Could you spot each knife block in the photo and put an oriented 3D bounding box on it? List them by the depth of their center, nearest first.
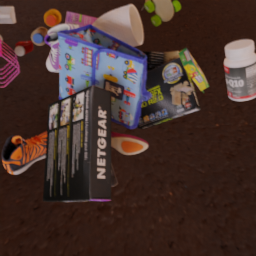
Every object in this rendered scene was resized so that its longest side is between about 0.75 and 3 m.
[{"bbox_3d":[1.232,-2.231,9.818,1.575,0.574,1.794,5,1,37],"label":"knife block"}]

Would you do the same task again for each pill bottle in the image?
[{"bbox_3d":[3.388,-1.710,8.392,0.928,1.629,0.928,-15,29,9],"label":"pill bottle"}]

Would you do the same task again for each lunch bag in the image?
[{"bbox_3d":[-0.548,-1.391,8.039,2.901,2.184,1.365,29,40,26],"label":"lunch bag"}]

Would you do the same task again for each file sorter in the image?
[{"bbox_3d":[-3.935,-1.989,8.611,0.921,0.831,1.325,-41,43,9],"label":"file sorter"}]

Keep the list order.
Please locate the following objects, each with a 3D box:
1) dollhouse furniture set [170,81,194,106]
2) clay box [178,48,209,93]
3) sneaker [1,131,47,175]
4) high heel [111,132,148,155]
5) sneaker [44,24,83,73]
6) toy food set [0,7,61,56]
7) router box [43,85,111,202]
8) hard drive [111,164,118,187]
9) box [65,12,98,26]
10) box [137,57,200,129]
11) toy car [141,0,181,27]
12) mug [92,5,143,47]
[{"bbox_3d":[1.597,-0.918,7.791,0.697,0.818,0.399,9,76,-28],"label":"dollhouse furniture set"},{"bbox_3d":[1.780,-1.495,7.447,0.278,1.168,0.671,-31,43,23],"label":"clay box"},{"bbox_3d":[-3.446,0.606,9.948,0.866,1.251,2.232,28,54,23],"label":"sneaker"},{"bbox_3d":[-0.348,0.300,8.454,1.961,0.661,0.941,-2,32,11],"label":"high heel"},{"bbox_3d":[-2.365,-2.670,9.265,1.374,2.409,0.873,-8,73,-50],"label":"sneaker"},{"bbox_3d":[-3.644,-3.107,8.988,2.919,1.393,1.313,-2,26,-9],"label":"toy food set"},{"bbox_3d":[-1.257,0.475,6.806,1.916,0.656,2.569,-14,71,42],"label":"router box"},{"bbox_3d":[-0.669,1.169,7.587,0.298,1.410,0.951,-21,79,7],"label":"hard drive"},{"bbox_3d":[-1.948,-3.999,11.857,1.493,1.313,0.722,6,56,-16],"label":"box"},{"bbox_3d":[1.053,-1.048,8.988,2.108,0.467,1.689,-19,80,28],"label":"box"},{"bbox_3d":[1.193,-5.246,12.032,1.311,1.259,1.596,-38,34,-5],"label":"toy car"},{"bbox_3d":[-0.429,-3.273,10.135,1.659,1.397,1.892,-8,84,22],"label":"mug"}]
